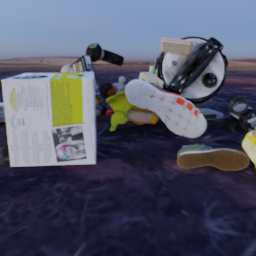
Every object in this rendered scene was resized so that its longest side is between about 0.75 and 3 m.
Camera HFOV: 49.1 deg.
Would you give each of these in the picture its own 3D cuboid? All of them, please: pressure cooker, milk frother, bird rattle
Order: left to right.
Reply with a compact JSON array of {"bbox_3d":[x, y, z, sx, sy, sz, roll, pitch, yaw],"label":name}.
[{"bbox_3d":[0.113,-0.521,10.918,2.167,1.497,2.658,12,2,1],"label":"bird rattle"},{"bbox_3d":[2.393,-2.075,10.915,2.669,2.628,2.988,-2,-5,2],"label":"pressure cooker"},{"bbox_3d":[4.053,-0.603,9.998,1.249,1.384,1.301,-8,18,-1],"label":"milk frother"}]

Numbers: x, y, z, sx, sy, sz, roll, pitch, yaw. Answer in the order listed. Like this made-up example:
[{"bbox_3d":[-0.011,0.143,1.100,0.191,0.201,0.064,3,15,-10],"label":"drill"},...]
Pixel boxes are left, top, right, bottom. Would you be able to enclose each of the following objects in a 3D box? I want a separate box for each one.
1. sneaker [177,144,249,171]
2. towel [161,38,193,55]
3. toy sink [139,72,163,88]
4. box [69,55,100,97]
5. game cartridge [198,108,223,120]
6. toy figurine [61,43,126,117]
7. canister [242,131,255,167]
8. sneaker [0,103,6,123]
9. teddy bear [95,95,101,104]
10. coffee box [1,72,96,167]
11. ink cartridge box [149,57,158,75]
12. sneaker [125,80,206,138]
[{"bbox_3d":[2.035,0.647,6.910,1.651,0.554,0.741,-1,19,9],"label":"sneaker"},{"bbox_3d":[1.648,-2.792,9.560,1.068,0.184,0.708,10,-15,10],"label":"towel"},{"bbox_3d":[0.763,-1.555,9.993,0.490,0.571,0.875,-8,38,-31],"label":"toy sink"},{"bbox_3d":[-1.662,-1.809,10.529,0.372,1.496,1.180,-13,-2,-39],"label":"box"},{"bbox_3d":[3.009,-0.579,12.227,1.845,0.373,1.230,-5,12,-18],"label":"game cartridge"},{"bbox_3d":[-1.289,-1.793,11.236,2.546,2.507,1.771,-24,-14,33],"label":"toy figurine"},{"bbox_3d":[3.268,0.659,6.164,1.218,0.710,1.640,25,15,3],"label":"canister"},{"bbox_3d":[-5.507,-0.466,10.674,1.303,1.022,2.623,-2,5,19],"label":"sneaker"},{"bbox_3d":[-1.492,-1.344,12.319,0.318,0.690,0.952,-32,7,19],"label":"teddy bear"},{"bbox_3d":[-1.955,-0.360,7.595,2.126,2.150,2.147,-2,15,-6],"label":"coffee box"},{"bbox_3d":[1.334,-2.341,14.044,0.884,1.725,2.334,7,-9,29],"label":"ink cartridge box"},{"bbox_3d":[1.341,-0.797,9.368,2.921,1.126,1.196,34,22,4],"label":"sneaker"}]
